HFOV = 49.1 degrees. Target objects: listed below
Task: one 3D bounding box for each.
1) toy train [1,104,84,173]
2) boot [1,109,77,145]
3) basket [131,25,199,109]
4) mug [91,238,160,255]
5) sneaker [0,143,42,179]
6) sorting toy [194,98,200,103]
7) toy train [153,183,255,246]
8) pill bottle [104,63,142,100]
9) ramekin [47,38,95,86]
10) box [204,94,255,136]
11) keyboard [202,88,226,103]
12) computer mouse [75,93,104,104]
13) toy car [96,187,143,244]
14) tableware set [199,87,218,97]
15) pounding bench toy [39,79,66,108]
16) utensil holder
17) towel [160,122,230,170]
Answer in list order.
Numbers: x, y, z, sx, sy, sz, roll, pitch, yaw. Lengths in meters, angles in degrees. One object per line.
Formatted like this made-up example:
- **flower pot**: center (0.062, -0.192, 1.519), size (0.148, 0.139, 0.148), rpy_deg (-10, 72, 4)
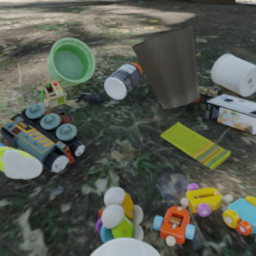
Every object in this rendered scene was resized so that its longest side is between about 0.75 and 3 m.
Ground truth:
- **toy train**: center (-2.737, 0.337, 8.997), size (2.767, 1.179, 1.577), rpy_deg (31, 61, 24)
- **boot**: center (-3.208, 0.030, 10.003), size (2.375, 0.813, 2.236), rpy_deg (-19, 36, -27)
- **basket**: center (1.760, -2.387, 11.611), size (2.593, 2.876, 1.956), rpy_deg (-12, 13, 27)
- **mug**: center (-0.236, 2.867, 4.400), size (2.407, 1.928, 1.976), rpy_deg (2, 23, -8)
- **sneaker**: center (-3.500, 0.772, 8.026), size (2.184, 0.827, 1.147), rpy_deg (17, 16, -11)
- **sorting toy**: center (2.854, -1.636, 12.632), size (0.380, 0.382, 1.103), rpy_deg (-5, 70, -24)
- **toy train**: center (1.985, 2.256, 6.484), size (2.589, 0.720, 1.945), rpy_deg (7, 33, 17)
- **pill bottle**: center (-0.116, -2.285, 13.089), size (1.135, 1.135, 2.138), rpy_deg (15, 40, 23)
- **ramekin**: center (-2.887, -3.170, 13.910), size (2.262, 2.262, 1.105), rpy_deg (-23, 3, -33)
- **box**: center (4.377, -0.511, 10.723), size (1.425, 0.735, 2.443), rpy_deg (-21, 34, -39)
- **keyboard**: center (3.920, -1.373, 12.936), size (0.873, 0.332, 1.678), rpy_deg (36, 40, 11)
- **computer mouse**: center (-1.733, -1.380, 12.772), size (1.280, 0.337, 0.886), rpy_deg (10, 32, 15)
- **toy car**: center (-0.285, 2.132, 6.480), size (0.977, 1.141, 1.303), rpy_deg (-30, 26, 18)
- **tableware set**: center (3.660, -1.705, 12.825), size (0.896, 0.179, 0.592), rpy_deg (20, 36, 19)
- **pounding bench toy**: center (-3.319, -1.425, 11.779), size (1.173, 0.728, 0.915), rpy_deg (-22, 73, -22)
- **utensil holder**: center (5.237, -2.544, 13.538), size (1.561, 1.561, 1.837), rpy_deg (-15, 35, -23)
- **towel**: center (2.213, 0.539, 9.427), size (0.971, 0.204, 2.255), rpy_deg (-31, 45, -27)
